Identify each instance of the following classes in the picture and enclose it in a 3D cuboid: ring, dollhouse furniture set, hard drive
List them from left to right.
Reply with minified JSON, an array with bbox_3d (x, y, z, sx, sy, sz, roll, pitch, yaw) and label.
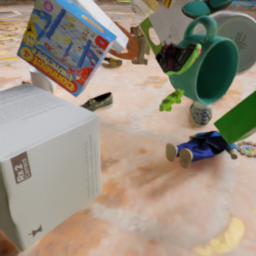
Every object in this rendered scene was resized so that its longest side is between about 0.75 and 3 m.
[{"bbox_3d":[-1.071,-3.743,9.536,2.605,0.342,1.718,42,23,-17],"label":"hard drive"},{"bbox_3d":[-0.552,-3.736,11.825,2.326,2.326,0.223,21,71,31],"label":"ring"},{"bbox_3d":[0.793,-3.554,12.016,0.976,1.704,1.999,-3,14,-17],"label":"dollhouse furniture set"}]

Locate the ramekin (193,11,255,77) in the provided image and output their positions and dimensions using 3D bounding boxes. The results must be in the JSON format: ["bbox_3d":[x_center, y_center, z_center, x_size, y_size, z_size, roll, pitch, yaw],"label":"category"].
[{"bbox_3d":[3.768,-3.071,10.502,2.608,2.608,1.215,-3,13,-5],"label":"ramekin"}]

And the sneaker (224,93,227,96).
[{"bbox_3d":[3.594,-1.829,12.841,1.791,0.671,0.757,20,32,29],"label":"sneaker"}]

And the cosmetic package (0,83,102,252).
[{"bbox_3d":[-2.547,0.685,6.894,2.998,2.471,2.473,24,38,33],"label":"cosmetic package"}]

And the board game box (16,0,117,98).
[{"bbox_3d":[-2.020,-2.611,8.926,2.482,2.430,0.693,36,37,-6],"label":"board game box"}]

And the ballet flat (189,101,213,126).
[{"bbox_3d":[2.995,-1.081,11.396,0.944,0.944,2.624,7,32,12],"label":"ballet flat"}]

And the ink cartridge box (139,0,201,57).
[{"bbox_3d":[2.079,-4.427,12.119,2.682,1.982,1.016,-30,-12,27],"label":"ink cartridge box"}]

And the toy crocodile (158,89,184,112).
[{"bbox_3d":[1.215,-0.799,7.904,0.367,0.401,1.187,29,49,31],"label":"toy crocodile"}]

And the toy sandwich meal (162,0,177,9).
[{"bbox_3d":[1.711,-5.063,10.768,0.379,1.106,1.106,39,36,-4],"label":"toy sandwich meal"}]

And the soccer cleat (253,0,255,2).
[{"bbox_3d":[3.920,-3.371,7.947,0.554,0.483,1.449,1,50,16],"label":"soccer cleat"}]

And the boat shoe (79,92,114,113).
[{"bbox_3d":[-1.417,-0.989,11.537,1.921,0.574,0.686,-23,38,-34],"label":"boat shoe"}]

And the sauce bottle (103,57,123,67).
[{"bbox_3d":[-0.925,-3.990,16.672,1.351,0.446,0.446,28,41,36],"label":"sauce bottle"}]

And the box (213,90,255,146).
[{"bbox_3d":[3.172,-0.348,7.082,1.359,1.540,0.745,-6,59,-49],"label":"box"}]

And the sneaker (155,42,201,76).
[{"bbox_3d":[1.164,-1.783,7.085,0.681,0.743,1.775,-52,16,-13],"label":"sneaker"}]

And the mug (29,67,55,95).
[{"bbox_3d":[-3.711,-2.009,12.558,1.071,1.272,1.450,-22,38,-31],"label":"mug"}]

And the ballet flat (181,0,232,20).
[{"bbox_3d":[2.815,-4.235,10.104,2.117,0.724,0.720,-21,73,-14],"label":"ballet flat"}]

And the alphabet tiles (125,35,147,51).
[{"bbox_3d":[0.417,-4.172,13.900,1.112,0.042,1.337,-29,52,10],"label":"alphabet tiles"}]

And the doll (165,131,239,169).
[{"bbox_3d":[2.574,0.554,8.857,2.817,0.683,1.922,-16,25,-36],"label":"doll"}]

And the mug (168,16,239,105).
[{"bbox_3d":[2.371,-2.186,9.129,2.085,2.538,1.569,-1,24,-39],"label":"mug"}]

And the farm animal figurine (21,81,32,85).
[{"bbox_3d":[-3.423,-0.290,9.227,1.262,2.027,2.511,25,28,-12],"label":"farm animal figurine"}]

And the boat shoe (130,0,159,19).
[{"bbox_3d":[0.534,-5.368,12.251,0.959,0.980,2.768,-18,-9,26],"label":"boat shoe"}]

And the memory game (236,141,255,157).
[{"bbox_3d":[4.029,0.688,9.252,0.927,0.059,0.927,0,31,0],"label":"memory game"}]
